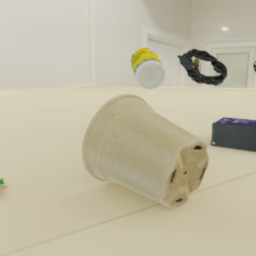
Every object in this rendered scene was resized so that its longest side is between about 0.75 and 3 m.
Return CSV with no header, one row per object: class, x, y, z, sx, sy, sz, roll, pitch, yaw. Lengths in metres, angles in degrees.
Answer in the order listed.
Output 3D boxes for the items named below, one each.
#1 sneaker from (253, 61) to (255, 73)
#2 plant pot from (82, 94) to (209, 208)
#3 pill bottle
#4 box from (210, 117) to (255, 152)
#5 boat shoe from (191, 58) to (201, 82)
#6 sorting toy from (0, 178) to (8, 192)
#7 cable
sneaker,5.679,-2.105,10.210,2.138,0.855,0.788,27,-9,29
plant pot,0.481,0.589,5.977,2.192,2.192,2.007,-11,27,-43
pill bottle,0.813,-2.819,12.589,1.308,1.308,2.326,-2,37,-8
box,4.379,0.228,10.115,2.326,0.917,1.642,7,16,32
boat shoe,2.521,-2.083,10.200,0.316,0.844,0.289,9,-2,42
sorting toy,-3.062,1.373,6.199,0.790,0.157,1.069,0,14,27
cable,2.821,-2.195,10.276,1.628,0.507,1.995,-14,50,-30
